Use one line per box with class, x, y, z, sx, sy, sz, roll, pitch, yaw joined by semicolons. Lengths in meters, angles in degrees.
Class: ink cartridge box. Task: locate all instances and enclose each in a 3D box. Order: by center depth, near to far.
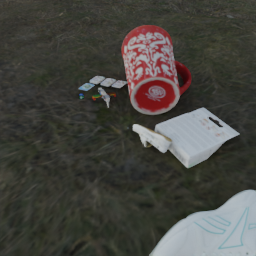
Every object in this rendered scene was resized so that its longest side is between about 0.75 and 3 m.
ink cartridge box;1.922;0.197;7.956;1.852;0.464;1.491;-19;45;-26

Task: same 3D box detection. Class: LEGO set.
LEGO set;-0.956;-1.270;9.707;1.265;0.416;1.694;15;35;20

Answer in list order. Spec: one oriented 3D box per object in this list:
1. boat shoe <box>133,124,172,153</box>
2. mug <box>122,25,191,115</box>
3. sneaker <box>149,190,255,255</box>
boat shoe;0.560;0.288;7.752;0.505;0.495;1.428;20;4;-40
mug;1.034;-1.917;9.257;2.446;1.838;2.755;-3;46;0
sneaker;1.733;2.179;5.320;2.909;1.023;1.166;-18;48;-19
